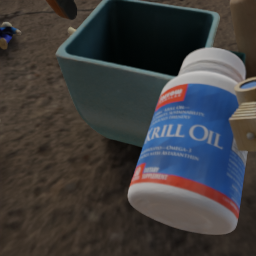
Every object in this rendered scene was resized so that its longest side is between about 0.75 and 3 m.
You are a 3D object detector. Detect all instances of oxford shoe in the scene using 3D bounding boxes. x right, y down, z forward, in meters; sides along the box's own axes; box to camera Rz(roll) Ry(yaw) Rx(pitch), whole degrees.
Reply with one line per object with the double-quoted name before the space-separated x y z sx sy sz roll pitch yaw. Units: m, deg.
"oxford shoe" -1.363 -2.434 4.893 0.445 1.247 0.445 17 65 24

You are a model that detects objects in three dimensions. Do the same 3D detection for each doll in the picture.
"doll" -4.800 -3.603 10.872 1.276 0.453 1.870 -13 42 -1

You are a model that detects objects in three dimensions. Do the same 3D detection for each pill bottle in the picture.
"pill bottle" 0.909 0.079 3.698 1.271 1.271 2.265 13 61 12

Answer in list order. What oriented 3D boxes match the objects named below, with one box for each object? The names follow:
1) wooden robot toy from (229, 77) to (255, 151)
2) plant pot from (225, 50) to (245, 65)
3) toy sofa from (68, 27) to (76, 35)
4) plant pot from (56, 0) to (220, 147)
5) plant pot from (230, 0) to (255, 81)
"wooden robot toy" 1.674 -0.720 2.940 2.177 0.988 0.959 -33 21 -21
"plant pot" 1.889 -1.112 5.643 0.559 0.790 0.558 9 77 -3
"toy sofa" -0.829 -3.814 10.500 2.695 1.315 1.116 -36 57 -28
"plant pot" 0.330 -1.055 6.877 2.821 2.881 2.829 15 49 12
"plant pot" 3.138 -1.905 5.489 2.511 2.190 2.511 -30 21 13
